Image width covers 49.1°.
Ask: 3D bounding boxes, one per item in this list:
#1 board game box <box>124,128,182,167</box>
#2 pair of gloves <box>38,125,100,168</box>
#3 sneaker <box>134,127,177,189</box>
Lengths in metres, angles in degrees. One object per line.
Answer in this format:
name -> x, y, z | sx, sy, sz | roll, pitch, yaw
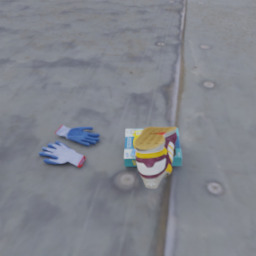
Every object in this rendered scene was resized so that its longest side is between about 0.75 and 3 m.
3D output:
board game box -> 0.684, 0.533, 7.974 | 1.557, 0.365, 1.176 | -2, 43, 4
pair of gloves -> -1.705, 0.496, 8.367 | 1.439, 0.204, 1.790 | 15, 42, 15
sneaker -> 0.697, 0.623, 6.851 | 0.896, 1.077, 2.390 | -1, 11, 20
